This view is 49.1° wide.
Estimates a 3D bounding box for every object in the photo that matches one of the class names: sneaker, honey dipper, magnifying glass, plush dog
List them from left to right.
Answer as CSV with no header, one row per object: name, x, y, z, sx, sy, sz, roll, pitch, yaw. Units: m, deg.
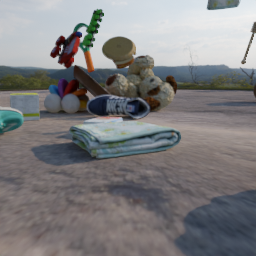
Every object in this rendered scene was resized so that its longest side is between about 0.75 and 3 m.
sneaker,-3.225,0.007,6.351,1.805,0.699,0.719,-15,37,-43
magnifying glass,-1.706,-3.205,11.146,0.808,2.031,0.227,-18,-6,25
sneaker,-0.307,-0.718,9.641,2.172,0.761,1.179,1,8,-11
plush dog,0.765,-1.539,12.207,2.485,2.321,2.893,23,50,32
honey dipper,4.058,-2.811,9.344,0.262,1.379,0.262,14,15,-4

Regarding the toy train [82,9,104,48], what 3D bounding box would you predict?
toy train,-1.126,-3.163,8.893,0.370,1.312,0.274,17,-3,30

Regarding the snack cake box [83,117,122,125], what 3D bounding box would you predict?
snack cake box,-0.612,-0.057,7.047,0.581,0.340,1.011,2,10,24

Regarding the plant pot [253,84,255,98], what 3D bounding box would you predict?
plant pot,8.176,-2.348,15.887,1.987,2.279,2.279,-28,24,-30

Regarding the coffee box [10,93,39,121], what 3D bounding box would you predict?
coffee box,-3.445,-0.718,9.317,0.866,0.856,0.865,-4,11,-23

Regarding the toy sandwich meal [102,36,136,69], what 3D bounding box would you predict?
toy sandwich meal,-0.278,-2.543,9.351,1.242,1.242,0.425,1,-32,3

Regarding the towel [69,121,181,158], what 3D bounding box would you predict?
towel,-0.124,0.144,5.611,1.832,0.441,1.569,-5,12,-26

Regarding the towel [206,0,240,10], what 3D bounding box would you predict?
towel,3.187,-4.471,9.097,1.323,1.133,0.319,-17,39,-23

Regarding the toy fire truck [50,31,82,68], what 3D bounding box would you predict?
toy fire truck,-2.160,-3.022,10.450,1.213,1.444,0.810,-20,-43,41

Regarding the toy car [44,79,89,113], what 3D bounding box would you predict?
toy car,-2.504,-1.342,11.481,1.802,1.351,1.577,2,11,13

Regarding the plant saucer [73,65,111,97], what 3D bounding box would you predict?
plant saucer,-1.314,-1.528,11.500,2.627,0.452,2.627,42,0,0
